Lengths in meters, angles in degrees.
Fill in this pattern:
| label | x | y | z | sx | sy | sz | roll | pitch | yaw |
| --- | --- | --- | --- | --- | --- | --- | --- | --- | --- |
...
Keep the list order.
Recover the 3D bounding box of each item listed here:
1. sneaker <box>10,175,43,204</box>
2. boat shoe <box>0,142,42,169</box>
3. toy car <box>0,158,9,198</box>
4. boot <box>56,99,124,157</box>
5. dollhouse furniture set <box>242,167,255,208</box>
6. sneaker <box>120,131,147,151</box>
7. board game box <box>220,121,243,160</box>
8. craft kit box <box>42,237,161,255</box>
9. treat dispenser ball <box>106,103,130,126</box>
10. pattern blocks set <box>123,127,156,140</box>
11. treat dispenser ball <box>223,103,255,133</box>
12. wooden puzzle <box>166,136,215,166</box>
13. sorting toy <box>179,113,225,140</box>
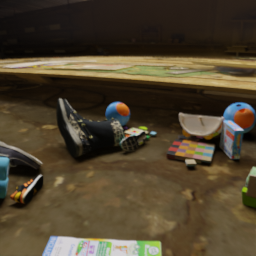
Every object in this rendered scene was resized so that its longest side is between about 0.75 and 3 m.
| label | x | y | z | sx | sy | sz | roll | pitch | yaw |
| --- | --- | --- | --- | --- | --- | --- | --- | --- | --- |
| sneaker | -3.011 | 1.764 | 8.379 | 0.569 | 0.443 | 1.266 | 7 | 23 | 8 |
| boat shoe | -4.199 | 1.138 | 10.087 | 2.566 | 0.932 | 0.805 | 16 | 67 | 25 |
| toy car | -4.197 | 1.857 | 7.104 | 1.905 | 1.828 | 2.067 | 8 | 46 | -19 |
| boot | -1.681 | -0.142 | 11.886 | 2.291 | 1.095 | 3.034 | -8 | 47 | -27 |
| dollhouse furniture set | 4.352 | 1.419 | 8.325 | 1.481 | 1.134 | 2.261 | 12 | 23 | 29 |
| sneaker | 0.161 | 0.582 | 11.716 | 0.649 | 0.631 | 1.628 | -10 | 6 | 37 |
| board game box | 4.020 | 0.445 | 10.958 | 0.336 | 1.177 | 1.202 | -1 | 21 | -3 |
| craft kit box | -0.569 | 2.980 | 4.940 | 2.389 | 0.587 | 2.419 | -1 | 20 | 5 |
| treat dispenser ball | -0.523 | -0.668 | 14.057 | 1.214 | 1.214 | 1.214 | 0 | 20 | 0 |
| pattern blocks set | 0.359 | 0.244 | 13.034 | 1.726 | 0.140 | 1.517 | 17 | 26 | 40 |
| treat dispenser ball | 5.219 | -0.446 | 13.140 | 1.436 | 1.436 | 1.436 | 0 | 20 | 0 |
| wooden puzzle | 2.519 | 0.910 | 11.117 | 1.640 | 0.194 | 2.766 | 8 | 21 | 21 |
| sorting toy | 3.371 | 0.037 | 12.443 | 1.895 | 1.012 | 1.706 | 8 | -3 | 32 |
